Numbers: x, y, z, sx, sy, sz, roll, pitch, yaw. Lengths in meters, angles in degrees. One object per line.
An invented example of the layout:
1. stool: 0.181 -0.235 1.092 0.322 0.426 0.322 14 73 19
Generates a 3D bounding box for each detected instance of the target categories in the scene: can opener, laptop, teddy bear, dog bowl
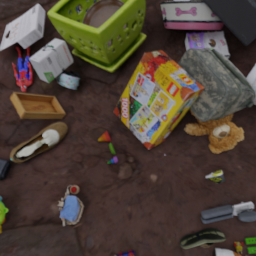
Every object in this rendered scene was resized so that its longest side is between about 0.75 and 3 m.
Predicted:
1. can opener: 3.335 2.838 9.239 1.836 0.483 0.610 -9 29 -1
2. laptop: 4.250 -4.614 10.953 2.834 1.642 2.654 -40 85 -12
3. teddy bear: 3.093 -0.503 10.540 2.090 0.962 2.883 -6 66 0
4. dog bowl: 2.731 -4.643 11.594 2.843 1.048 2.843 0 22 0

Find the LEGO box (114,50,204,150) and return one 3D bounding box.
1. LEGO box: 0.940 -0.937 9.712 2.032 2.728 1.053 47 42 19

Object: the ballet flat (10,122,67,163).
1. ballet flat: -3.181 0.562 10.046 2.299 0.832 0.780 -29 101 -11

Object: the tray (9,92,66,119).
1. tray: -3.257 -0.770 10.247 0.353 1.907 0.941 -44 70 23

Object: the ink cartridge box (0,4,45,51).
1. ink cartridge box: -4.517 -4.191 12.089 1.928 0.489 2.188 -25 47 17

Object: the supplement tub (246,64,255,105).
1. supplement tub: 5.870 -1.420 10.303 2.893 2.097 2.097 34 70 14

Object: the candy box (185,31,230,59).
1. candy box: 3.365 -3.417 12.025 1.613 0.577 1.353 -4 66 -1

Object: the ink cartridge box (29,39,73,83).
1. ink cartridge box: -2.838 -2.522 10.488 0.577 1.000 1.369 25 60 31

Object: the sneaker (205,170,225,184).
1. sneaker: 2.963 1.736 9.555 0.357 0.960 0.406 -21 78 -14

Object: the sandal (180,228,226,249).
1. sandal: 2.395 3.608 8.986 1.443 0.573 0.412 -17 109 12

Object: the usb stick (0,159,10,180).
1. usb stick: -5.582 1.268 10.022 2.741 0.447 0.760 11 64 6

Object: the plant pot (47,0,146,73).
1. plant pot: -0.981 -3.915 11.015 2.735 2.481 2.721 30 69 26

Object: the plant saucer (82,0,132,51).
1. plant saucer: -0.830 -4.076 11.279 2.160 0.346 2.160 0 90 18

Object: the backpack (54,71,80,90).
1. backpack: -2.369 -1.919 11.134 1.046 0.873 0.662 25 111 38

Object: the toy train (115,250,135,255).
1. toy train: -0.213 4.227 8.788 0.925 0.392 0.535 -12 80 -5

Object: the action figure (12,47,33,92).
1. action figure: -4.367 -2.453 11.653 0.722 0.570 2.207 -9 69 -6

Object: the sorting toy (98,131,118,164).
1. sorting toy: -0.769 0.758 10.254 0.455 0.458 1.322 -22 63 1

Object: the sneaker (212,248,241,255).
1. sneaker: 3.058 4.926 8.138 1.076 0.925 2.541 5 65 5

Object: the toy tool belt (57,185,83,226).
1. toy tool belt: -1.893 2.515 9.167 0.800 0.788 1.282 4 77 9

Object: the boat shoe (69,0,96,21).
1. boat shoe: -1.875 -5.558 12.660 2.517 1.142 0.890 4 66 2

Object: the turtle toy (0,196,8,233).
1. turtle toy: -4.811 2.769 9.060 1.914 0.967 1.395 -7 90 0

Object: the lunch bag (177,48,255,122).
1. lunch bag: 3.045 -1.597 9.841 2.065 1.715 2.462 -7 53 -34

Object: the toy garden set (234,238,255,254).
1. toy garden set: 3.864 4.070 8.936 0.835 0.200 1.002 -4 67 -4
